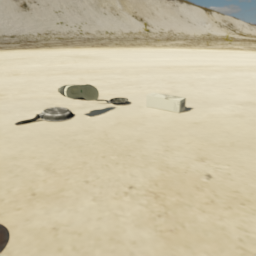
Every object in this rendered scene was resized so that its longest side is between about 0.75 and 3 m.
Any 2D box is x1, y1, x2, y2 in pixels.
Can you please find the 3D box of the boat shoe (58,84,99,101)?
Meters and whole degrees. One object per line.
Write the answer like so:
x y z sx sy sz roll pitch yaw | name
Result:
-2.435 -1.811 14.160 0.800 0.849 2.365 7 6 38 | boat shoe

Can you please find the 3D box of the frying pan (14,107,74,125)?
-4.125 -0.672 13.942 2.801 0.456 1.695 -3 21 -16 | frying pan

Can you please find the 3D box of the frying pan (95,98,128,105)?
-0.867 -1.494 16.143 1.865 0.304 1.128 -12 23 -24 | frying pan

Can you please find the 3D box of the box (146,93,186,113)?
2.056 -1.403 15.331 2.057 0.703 0.845 13 25 31 | box
